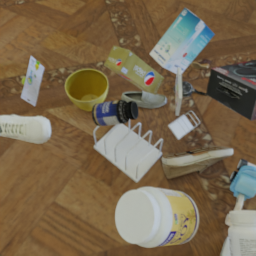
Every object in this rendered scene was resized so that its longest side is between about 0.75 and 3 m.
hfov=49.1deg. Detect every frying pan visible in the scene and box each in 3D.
[{"bbox_3d":[2.857,-1.701,13.124,1.560,0.254,0.944,34,64,23],"label":"frying pan"}]

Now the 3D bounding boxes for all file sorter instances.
[{"bbox_3d":[-0.026,0.587,10.939,2.334,1.453,1.620,36,64,21],"label":"file sorter"},{"bbox_3d":[2.024,-0.123,9.996,0.904,0.563,0.627,-32,84,-33],"label":"file sorter"}]

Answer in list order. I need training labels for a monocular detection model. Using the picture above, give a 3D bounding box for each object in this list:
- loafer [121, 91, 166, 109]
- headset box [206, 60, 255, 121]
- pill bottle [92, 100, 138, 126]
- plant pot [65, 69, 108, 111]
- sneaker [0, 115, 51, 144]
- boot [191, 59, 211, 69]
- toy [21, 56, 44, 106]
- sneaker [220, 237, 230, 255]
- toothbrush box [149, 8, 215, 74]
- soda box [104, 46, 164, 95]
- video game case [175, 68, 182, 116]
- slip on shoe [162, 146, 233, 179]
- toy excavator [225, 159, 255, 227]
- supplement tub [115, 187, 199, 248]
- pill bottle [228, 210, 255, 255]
[{"bbox_3d":[0.714,-1.306,12.562,2.045,0.713,0.715,-2,58,-1],"label":"loafer"},{"bbox_3d":[4.049,-1.310,9.013,2.690,1.039,2.002,-14,35,-24],"label":"headset box"},{"bbox_3d":[-0.441,-0.529,9.762,1.495,0.836,0.836,-7,55,24],"label":"pill bottle"},{"bbox_3d":[-1.758,-1.477,12.325,1.831,1.300,1.831,0,58,-1],"label":"plant pot"},{"bbox_3d":[-3.087,0.034,7.884,2.131,0.858,0.814,3,91,30],"label":"sneaker"},{"bbox_3d":[3.680,-3.261,14.113,0.871,0.315,0.724,19,48,13],"label":"boot"},{"bbox_3d":[-2.921,-1.384,8.336,0.307,0.748,1.300,8,76,16],"label":"toy"},{"bbox_3d":[3.376,4.551,8.882,1.065,0.679,1.842,23,59,18],"label":"sneaker"},{"bbox_3d":[1.956,-3.033,10.161,1.978,1.448,0.844,-49,62,21],"label":"toothbrush box"},{"bbox_3d":[0.249,-1.730,8.717,0.709,2.094,0.670,29,94,37],"label":"soda box"},{"bbox_3d":[1.691,-1.224,9.448,0.120,0.957,1.337,3,57,4],"label":"video game case"},{"bbox_3d":[2.717,1.314,10.864,2.860,1.087,0.866,-9,97,-15],"label":"slip on shoe"},{"bbox_3d":[4.062,2.341,10.009,0.969,1.886,1.940,26,33,15],"label":"toy excavator"},{"bbox_3d":[0.726,2.152,6.798,1.351,1.859,1.351,-15,67,39],"label":"supplement tub"},{"bbox_3d":[2.885,2.818,6.665,0.902,0.902,1.591,-2,79,-1],"label":"pill bottle"}]
